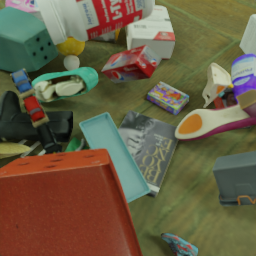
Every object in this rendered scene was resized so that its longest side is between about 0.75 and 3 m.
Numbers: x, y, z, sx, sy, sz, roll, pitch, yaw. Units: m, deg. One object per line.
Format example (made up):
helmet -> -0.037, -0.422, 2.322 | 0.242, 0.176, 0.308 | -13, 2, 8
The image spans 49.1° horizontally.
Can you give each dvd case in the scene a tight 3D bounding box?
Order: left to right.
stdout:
dvd case -> 0.357, 0.593, 7.693 | 1.681, 0.181, 2.261 | 20, 56, 11

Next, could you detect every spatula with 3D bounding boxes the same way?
spatula -> -2.508, 0.375, 7.965 | 1.031, 0.119, 1.482 | 35, 63, 21

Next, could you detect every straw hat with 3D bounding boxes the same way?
straw hat -> -3.804, 0.936, 6.745 | 2.762, 2.762, 1.169 | 8, 91, 6

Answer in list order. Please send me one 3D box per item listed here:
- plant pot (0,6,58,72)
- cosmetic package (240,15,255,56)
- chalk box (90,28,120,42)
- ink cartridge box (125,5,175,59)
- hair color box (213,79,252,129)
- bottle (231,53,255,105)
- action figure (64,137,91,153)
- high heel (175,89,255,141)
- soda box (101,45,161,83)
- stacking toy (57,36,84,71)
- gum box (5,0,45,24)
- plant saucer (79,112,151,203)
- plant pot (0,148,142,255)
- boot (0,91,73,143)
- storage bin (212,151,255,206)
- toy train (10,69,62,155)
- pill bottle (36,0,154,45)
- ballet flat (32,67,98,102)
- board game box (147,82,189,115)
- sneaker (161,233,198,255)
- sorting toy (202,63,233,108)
plant pot -> -3.516, -2.776, 9.145 | 2.232, 1.576, 1.577 | 23, 55, 32
cosmetic package -> 5.019, -3.002, 9.755 | 1.319, 1.320, 1.600 | -12, 54, -9
chalk box -> -1.512, -4.432, 10.736 | 2.417, 1.504, 1.496 | 9, 52, 5
ink cartridge box -> 0.738, -3.585, 10.388 | 1.563, 0.882, 2.129 | 1, 53, -8
hair color box -> 3.152, -0.756, 8.549 | 0.843, 0.509, 1.661 | -3, 53, -5
bottle -> 3.423, -1.283, 8.128 | 0.819, 0.640, 1.962 | -21, 41, 43
action figure -> -1.503, 1.027, 7.165 | 1.000, 0.463, 1.693 | 28, 58, 15
high heel -> 2.509, -0.135, 7.384 | 1.211, 2.524, 0.850 | 27, 43, -38
soda box -> 0.025, -1.879, 8.479 | 2.073, 0.657, 0.726 | 6, 61, 59
stacking toy -> -1.939, -2.933, 9.292 | 1.537, 1.537, 2.103 | -2, 87, -1
gum box -> -3.720, -4.774, 11.417 | 2.475, 0.818, 1.404 | -10, 54, -7
plant saucer -> -0.385, 0.729, 7.060 | 0.854, 0.232, 2.442 | -23, 66, -15
plant pot -> -1.095, 1.664, 4.837 | 2.627, 2.630, 2.317 | -6, 93, -5
boot -> -2.624, -0.371, 8.044 | 2.121, 0.696, 1.748 | -3, 59, 5
storage bin -> 2.578, 1.125, 6.267 | 1.378, 0.925, 1.003 | -17, 17, 37
toy train -> -2.459, -0.471, 7.332 | 0.482, 0.647, 2.825 | -27, 70, -9
pill bottle -> -0.888, -3.323, 7.528 | 2.849, 1.599, 1.599 | -23, 55, -5
ballet flat -> -2.075, -1.186, 8.175 | 2.476, 0.834, 0.872 | -12, 26, 20
board game box -> 1.269, -0.958, 8.878 | 1.100, 0.246, 0.740 | 32, 59, 22
sneaker -> 1.061, 2.546, 5.956 | 0.855, 0.339, 0.409 | 27, 65, 6
sorting toy -> 2.520, -1.148, 8.318 | 0.616, 1.038, 1.153 | 22, 42, -9
